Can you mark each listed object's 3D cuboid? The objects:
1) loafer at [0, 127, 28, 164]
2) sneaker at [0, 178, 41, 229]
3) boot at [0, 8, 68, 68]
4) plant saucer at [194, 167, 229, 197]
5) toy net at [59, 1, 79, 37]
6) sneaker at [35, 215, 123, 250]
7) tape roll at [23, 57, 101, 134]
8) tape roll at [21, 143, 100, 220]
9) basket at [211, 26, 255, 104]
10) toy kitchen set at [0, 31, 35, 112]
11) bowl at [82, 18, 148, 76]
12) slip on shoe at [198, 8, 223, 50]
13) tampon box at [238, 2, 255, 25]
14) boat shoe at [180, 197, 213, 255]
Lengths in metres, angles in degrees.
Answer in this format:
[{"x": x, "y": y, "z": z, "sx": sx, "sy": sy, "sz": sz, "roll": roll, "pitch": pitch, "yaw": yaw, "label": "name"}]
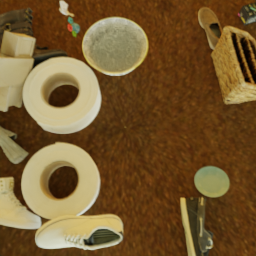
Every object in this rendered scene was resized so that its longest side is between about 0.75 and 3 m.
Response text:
[{"x": -4.269, "y": 0.388, "z": 9.907, "sx": 0.664, "sy": 0.666, "sz": 1.904, "roll": -37, "pitch": 84, "yaw": -14, "label": "loafer"}, {"x": -3.882, "y": 2.361, "z": 9.145, "sx": 2.467, "sy": 0.909, "sz": 1.426, "roll": 14, "pitch": 77, "yaw": 5, "label": "sneaker"}, {"x": -3.884, "y": -3.545, "z": 10.880, "sx": 2.966, "sy": 1.027, "sz": 2.582, "roll": -7, "pitch": 74, "yaw": 0, "label": "boot"}, {"x": 2.834, "y": 1.863, "z": 9.540, "sx": 1.141, "sy": 0.220, "sz": 1.141, "roll": -5, "pitch": 52, "yaw": 6, "label": "plant saucer"}, {"x": -2.288, "y": -4.100, "z": 10.566, "sx": 0.254, "sy": 1.314, "sz": 0.690, "roll": -4, "pitch": 46, "yaw": 33, "label": "toy net"}, {"x": -1.404, "y": 3.111, "z": 8.246, "sx": 2.610, "sy": 0.924, "sz": 0.953, "roll": -7, "pitch": 99, "yaw": -11, "label": "sneaker"}, {"x": -2.368, "y": -1.166, "z": 10.198, "sx": 2.699, "sy": 0.944, "sz": 2.699, "roll": 0, "pitch": 73, "yaw": -1, "label": "tape roll"}, {"x": -2.193, "y": 1.778, "z": 9.337, "sx": 2.470, "sy": 0.864, "sz": 2.470, "roll": 0, "pitch": 73, "yaw": 1, "label": "tape roll"}, {"x": 4.259, "y": -2.288, "z": 10.103, "sx": 1.707, "sy": 1.782, "sz": 2.392, "roll": -8, "pitch": 72, "yaw": -2, "label": "basket"}, {"x": -4.843, "y": -2.091, "z": 9.307, "sx": 2.345, "sy": 2.121, "sz": 2.599, "roll": 21, "pitch": 106, "yaw": 6, "label": "toy kitchen set"}, {"x": -0.479, "y": -2.842, "z": 10.617, "sx": 2.367, "sy": 1.111, "sz": 2.367, "roll": 0, "pitch": 72, "yaw": 0, "label": "bowl"}, {"x": 3.377, "y": -4.110, "z": 11.271, "sx": 0.747, "sy": 0.595, "sz": 1.964, "roll": -9, "pitch": 73, "yaw": -3, "label": "slip on shoe"}, {"x": 5.082, "y": -4.708, "z": 11.497, "sx": 0.809, "sy": 0.511, "sz": 0.607, "roll": -18, "pitch": 74, "yaw": -5, "label": "tampon box"}, {"x": 2.251, "y": 3.527, "z": 8.749, "sx": 0.910, "sy": 0.966, "sz": 2.691, "roll": -6, "pitch": 71, "yaw": 3, "label": "boat shoe"}]
